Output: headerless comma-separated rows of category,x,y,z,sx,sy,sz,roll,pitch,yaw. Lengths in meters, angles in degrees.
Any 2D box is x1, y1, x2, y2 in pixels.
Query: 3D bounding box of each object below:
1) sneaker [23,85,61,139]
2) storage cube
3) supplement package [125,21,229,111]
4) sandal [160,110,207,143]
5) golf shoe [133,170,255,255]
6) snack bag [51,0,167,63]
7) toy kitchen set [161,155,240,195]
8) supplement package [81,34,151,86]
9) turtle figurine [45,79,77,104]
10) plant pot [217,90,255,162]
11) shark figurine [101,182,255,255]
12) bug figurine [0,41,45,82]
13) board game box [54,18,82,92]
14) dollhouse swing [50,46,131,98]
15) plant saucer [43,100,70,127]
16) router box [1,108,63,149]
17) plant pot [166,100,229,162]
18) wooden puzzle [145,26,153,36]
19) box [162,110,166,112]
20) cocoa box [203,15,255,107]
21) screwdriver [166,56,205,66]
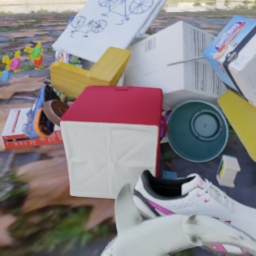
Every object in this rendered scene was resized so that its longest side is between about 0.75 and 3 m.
sneaker,-2.070,-0.410,6.587,0.666,0.640,1.699,-21,38,19
storage cube,-0.196,0.241,5.937,2.065,1.765,1.856,4,28,7
supplement package,1.412,-1.441,7.589,2.233,1.642,2.135,6,-8,-38
sandal,1.319,-0.213,8.013,2.620,0.644,1.066,-12,32,-25
golf shoe,1.240,1.340,4.529,2.426,1.117,0.881,8,28,12
snack bag,-0.568,-2.864,7.758,2.513,0.285,2.665,26,76,32
toy kitchen set,1.316,0.894,5.371,1.247,0.999,0.734,10,21,2
supplement package,-0.356,-2.134,9.671,2.217,2.318,1.705,27,30,35
turtle figurine,-1.690,-0.998,7.588,0.909,0.937,0.675,-16,6,-20
plant pot,3.458,-0.306,5.880,1.964,1.732,1.964,20,37,-26
shark figurine,0.826,1.711,4.017,2.885,1.204,1.724,-5,60,6
bug figurine,-2.743,-1.701,7.378,1.485,0.382,1.151,-37,4,-30
board game box,-2.158,-2.417,9.903,0.448,1.762,2.603,4,-9,-24
dollhouse swing,-0.974,-1.430,7.109,1.390,1.581,1.437,32,67,-1
plant saucer,-1.437,-0.319,6.148,0.870,0.150,0.870,36,24,-19
router box,-2.637,-0.075,8.021,1.551,0.422,1.728,-5,28,-10
plant pot,1.807,0.012,6.914,1.464,1.464,0.981,16,18,28
wooden puzzle,-0.204,-3.911,10.813,2.623,0.488,2.427,33,-5,26
box,0.970,-1.059,9.335,1.569,0.959,0.832,-23,38,-39
cocoa box,2.139,-1.146,4.998,1.336,0.891,0.876,33,11,-46
screwdriver,1.733,-1.631,6.192,2.144,0.312,0.299,-12,21,-24
